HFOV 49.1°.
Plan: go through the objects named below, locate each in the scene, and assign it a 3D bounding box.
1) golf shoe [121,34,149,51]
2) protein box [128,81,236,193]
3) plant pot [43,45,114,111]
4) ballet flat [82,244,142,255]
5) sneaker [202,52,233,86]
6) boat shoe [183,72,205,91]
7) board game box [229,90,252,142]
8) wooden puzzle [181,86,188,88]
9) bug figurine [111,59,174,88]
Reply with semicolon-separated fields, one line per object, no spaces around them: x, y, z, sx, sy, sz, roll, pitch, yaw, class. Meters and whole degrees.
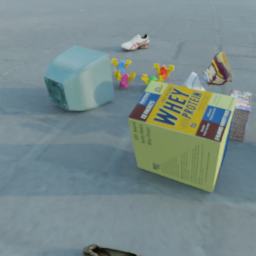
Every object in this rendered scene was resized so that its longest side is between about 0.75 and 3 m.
0.381;-5.027;16.458;1.865;0.859;0.677;-20;37;-28;golf shoe
1.248;0.194;6.504;1.941;1.927;1.309;16;54;23;protein box
-1.870;-1.629;10.042;1.851;1.846;1.885;24;45;33;plant pot
-0.191;2.301;4.921;1.314;0.305;0.443;9;33;15;ballet flat
3.105;-1.930;9.925;0.986;0.820;2.189;-18;-16;21;sneaker
2.446;-1.294;10.466;0.903;0.917;2.587;32;30;-1;boat shoe
3.360;-0.407;8.649;0.641;1.056;1.324;11;33;19;board game box
1.004;-0.703;8.752;1.312;0.227;1.945;-58;24;-18;wooden puzzle
0.524;-2.282;12.088;2.764;0.711;2.143;10;38;8;bug figurine
